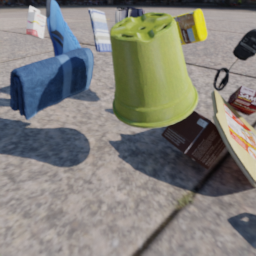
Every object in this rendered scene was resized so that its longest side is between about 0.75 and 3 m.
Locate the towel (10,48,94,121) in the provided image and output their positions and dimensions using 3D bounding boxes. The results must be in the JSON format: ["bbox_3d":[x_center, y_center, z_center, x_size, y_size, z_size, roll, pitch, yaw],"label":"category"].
[{"bbox_3d":[-2.154,-1.424,8.458,0.685,1.576,2.823,36,44,22],"label":"towel"}]

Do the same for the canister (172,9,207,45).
[{"bbox_3d":[2.184,-3.897,11.092,1.661,1.234,0.719,5,33,47],"label":"canister"}]

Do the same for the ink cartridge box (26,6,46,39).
[{"bbox_3d":[-2.885,-3.310,8.809,0.294,0.870,0.507,12,7,22],"label":"ink cartridge box"}]

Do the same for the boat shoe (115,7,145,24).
[{"bbox_3d":[0.168,-4.122,12.884,1.307,2.820,1.053,2,15,19],"label":"boat shoe"}]

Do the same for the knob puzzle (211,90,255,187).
[{"bbox_3d":[3.335,0.567,8.313,3.193,0.443,3.193,32,39,-30],"label":"knob puzzle"}]

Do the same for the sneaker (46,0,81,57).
[{"bbox_3d":[-2.342,-3.387,10.625,1.156,2.949,0.972,-4,43,0],"label":"sneaker"}]

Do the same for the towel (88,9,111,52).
[{"bbox_3d":[-1.150,-3.992,11.620,0.203,1.704,1.251,-5,13,24],"label":"towel"}]

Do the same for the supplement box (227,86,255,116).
[{"bbox_3d":[3.861,-0.855,9.251,0.878,0.491,1.614,22,-3,10],"label":"supplement box"}]

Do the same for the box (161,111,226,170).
[{"bbox_3d":[2.131,0.304,8.786,1.483,1.217,1.230,32,7,-39],"label":"box"}]

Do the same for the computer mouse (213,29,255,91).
[{"bbox_3d":[3.728,-2.311,9.675,0.688,2.346,0.399,35,18,0],"label":"computer mouse"}]

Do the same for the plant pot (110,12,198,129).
[{"bbox_3d":[0.542,-1.637,7.381,2.471,2.271,2.471,-8,39,7],"label":"plant pot"}]
